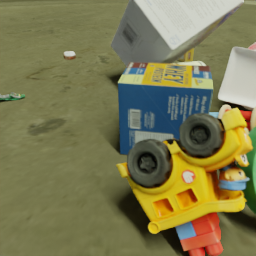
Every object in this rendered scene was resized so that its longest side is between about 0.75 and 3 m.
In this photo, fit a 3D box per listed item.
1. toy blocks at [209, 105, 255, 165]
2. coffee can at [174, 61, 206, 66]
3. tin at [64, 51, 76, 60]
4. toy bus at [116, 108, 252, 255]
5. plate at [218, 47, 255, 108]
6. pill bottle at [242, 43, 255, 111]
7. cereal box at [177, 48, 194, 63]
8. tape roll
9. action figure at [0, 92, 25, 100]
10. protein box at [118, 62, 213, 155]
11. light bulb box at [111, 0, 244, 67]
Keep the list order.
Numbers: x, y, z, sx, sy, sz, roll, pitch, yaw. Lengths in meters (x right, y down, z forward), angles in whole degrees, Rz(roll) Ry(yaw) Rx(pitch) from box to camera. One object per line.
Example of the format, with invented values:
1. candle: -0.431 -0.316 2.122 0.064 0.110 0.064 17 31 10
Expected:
1. toy blocks: 2.349 0.112 6.135 2.199 0.798 1.833 5 32 40
2. coffee can: 1.255 -1.204 8.063 1.784 1.306 1.306 -8 31 -14
3. tin: -2.718 -3.380 13.029 0.525 0.196 0.937 -4 30 -15
4. toy bus: 1.034 0.822 4.008 1.880 1.805 1.276 -30 -17 24
5. plate: 2.887 -1.123 6.483 1.276 1.273 0.206 18 23 18
6. pill bottle: 3.819 -1.501 7.833 1.623 1.623 2.892 15 29 24
7. cereal box: 2.083 -4.134 12.780 0.474 1.727 2.401 -16 34 -25
8. tape roll: 2.591 0.663 4.299 1.796 1.796 0.432 -7 -2 -12
9. action figure: -3.662 -0.996 8.847 0.768 0.210 0.453 -3 27 -13
10. protein box: 0.791 -0.367 6.111 1.779 1.766 1.200 5 33 9
11. light bulb box: 1.377 -3.281 8.997 2.974 1.856 2.948 -37 1 -18
